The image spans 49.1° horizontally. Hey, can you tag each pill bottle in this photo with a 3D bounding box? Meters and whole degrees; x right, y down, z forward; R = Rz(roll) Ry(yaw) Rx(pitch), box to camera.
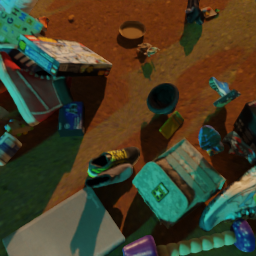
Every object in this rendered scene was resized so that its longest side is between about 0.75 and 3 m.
[{"bbox_3d":[-3.594,0.697,7.954,0.586,0.586,1.057,30,69,17],"label":"pill bottle"},{"bbox_3d":[-3.843,-5.176,10.161,1.365,2.509,1.365,22,54,-35],"label":"pill bottle"}]

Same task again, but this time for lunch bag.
[{"bbox_3d":[1.226,1.444,7.234,1.866,1.097,1.530,-34,62,-12],"label":"lunch bag"}]

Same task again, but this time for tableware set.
[{"bbox_3d":[0.730,-2.954,10.332,0.534,0.162,0.808,-34,49,-16],"label":"tableware set"}]

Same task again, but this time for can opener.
[{"bbox_3d":[2.685,-4.977,11.566,0.625,0.776,1.973,-22,47,33],"label":"can opener"}]

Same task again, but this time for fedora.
[{"bbox_3d":[1.160,-0.837,8.871,1.182,0.540,1.182,-17,51,21],"label":"fedora"}]

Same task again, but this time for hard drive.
[{"bbox_3d":[-1.517,2.732,6.784,2.419,0.398,1.688,-30,63,-20],"label":"hard drive"},{"bbox_3d":[3.090,-0.910,8.761,0.534,0.764,0.145,3,55,-52],"label":"hard drive"}]

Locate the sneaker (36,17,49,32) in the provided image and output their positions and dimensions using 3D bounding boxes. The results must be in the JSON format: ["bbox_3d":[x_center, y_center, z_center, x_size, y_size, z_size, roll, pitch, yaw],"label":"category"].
[{"bbox_3d":[-3.328,-4.182,11.141,0.467,0.323,0.834,-33,64,-17],"label":"sneaker"}]

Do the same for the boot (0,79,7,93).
[{"bbox_3d":[-4.897,-1.821,9.460,2.374,0.891,1.273,32,45,20],"label":"boot"}]

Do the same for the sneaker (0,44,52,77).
[{"bbox_3d":[-3.366,-1.975,9.242,2.390,0.896,1.010,12,63,-8],"label":"sneaker"}]

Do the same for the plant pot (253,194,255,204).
[{"bbox_3d":[3.501,1.634,5.964,1.224,1.260,1.232,-22,85,-29],"label":"plant pot"}]

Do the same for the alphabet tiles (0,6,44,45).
[{"bbox_3d":[-3.957,-3.235,9.911,2.105,0.067,1.751,35,96,11],"label":"alphabet tiles"}]

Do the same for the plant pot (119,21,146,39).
[{"bbox_3d":[0.175,-3.842,11.038,1.049,0.144,1.049,0,59,1],"label":"plant pot"}]

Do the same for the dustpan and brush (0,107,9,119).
[{"bbox_3d":[-4.966,-0.502,8.801,2.073,0.593,1.447,36,51,13],"label":"dustpan and brush"}]

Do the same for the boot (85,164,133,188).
[{"bbox_3d":[-0.438,1.273,7.235,1.253,0.825,0.437,-24,80,-5],"label":"boot"}]

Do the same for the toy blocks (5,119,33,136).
[{"bbox_3d":[-3.383,-0.070,8.492,0.541,0.396,0.792,36,35,28],"label":"toy blocks"}]

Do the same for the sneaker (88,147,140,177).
[{"bbox_3d":[-0.371,0.911,7.794,1.582,0.669,0.589,-24,63,-13],"label":"sneaker"}]

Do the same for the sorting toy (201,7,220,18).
[{"bbox_3d":[3.436,-4.889,11.697,0.766,0.113,0.566,-23,61,-13],"label":"sorting toy"}]

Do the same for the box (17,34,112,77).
[{"bbox_3d":[-1.929,-2.273,9.004,1.757,0.512,2.567,37,27,21],"label":"box"}]

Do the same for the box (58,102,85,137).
[{"bbox_3d":[-1.749,-0.275,8.690,0.736,0.411,1.044,-5,58,0],"label":"box"}]

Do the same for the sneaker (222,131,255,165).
[{"bbox_3d":[3.205,0.669,8.149,0.554,0.460,1.160,-31,55,-4],"label":"sneaker"}]

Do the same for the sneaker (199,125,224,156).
[{"bbox_3d":[1.932,0.250,6.790,0.513,1.361,0.534,-29,58,9],"label":"sneaker"}]

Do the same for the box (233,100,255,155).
[{"bbox_3d":[4.408,-0.098,8.108,1.934,1.202,1.436,-17,60,-9],"label":"box"}]

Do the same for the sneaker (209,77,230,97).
[{"bbox_3d":[3.000,-1.380,9.134,0.883,0.347,0.394,40,82,-20],"label":"sneaker"}]

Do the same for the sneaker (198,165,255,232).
[{"bbox_3d":[2.925,1.885,7.030,2.573,0.999,1.111,-32,67,-17],"label":"sneaker"}]

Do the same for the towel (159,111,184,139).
[{"bbox_3d":[1.360,-0.098,8.648,0.403,0.084,0.935,48,64,-8],"label":"towel"}]

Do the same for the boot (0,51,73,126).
[{"bbox_3d":[-2.829,-1.570,8.673,1.836,0.922,2.545,-33,85,-3],"label":"boot"}]

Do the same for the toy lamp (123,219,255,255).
[{"bbox_3d":[1.374,2.794,6.575,2.984,0.869,0.869,-7,59,-8],"label":"toy lamp"}]
